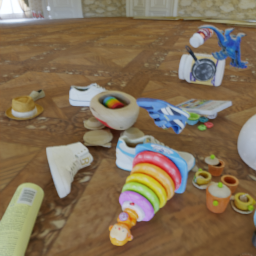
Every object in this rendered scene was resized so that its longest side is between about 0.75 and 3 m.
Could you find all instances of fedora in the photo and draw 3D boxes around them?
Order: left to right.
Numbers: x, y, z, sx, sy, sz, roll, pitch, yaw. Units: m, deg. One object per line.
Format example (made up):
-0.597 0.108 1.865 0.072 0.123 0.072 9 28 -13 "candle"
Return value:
-4.949 -1.044 13.259 1.838 0.749 1.838 0 29 0 "fedora"

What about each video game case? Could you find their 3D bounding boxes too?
3.417 -1.013 13.186 1.607 0.202 2.244 -23 21 -34 "video game case"

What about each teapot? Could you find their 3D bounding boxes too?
5.281 0.163 9.560 2.888 2.137 2.926 -9 29 -17 "teapot"

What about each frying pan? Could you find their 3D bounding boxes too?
2.978 -2.599 11.243 1.028 1.699 0.277 -11 33 17 "frying pan"

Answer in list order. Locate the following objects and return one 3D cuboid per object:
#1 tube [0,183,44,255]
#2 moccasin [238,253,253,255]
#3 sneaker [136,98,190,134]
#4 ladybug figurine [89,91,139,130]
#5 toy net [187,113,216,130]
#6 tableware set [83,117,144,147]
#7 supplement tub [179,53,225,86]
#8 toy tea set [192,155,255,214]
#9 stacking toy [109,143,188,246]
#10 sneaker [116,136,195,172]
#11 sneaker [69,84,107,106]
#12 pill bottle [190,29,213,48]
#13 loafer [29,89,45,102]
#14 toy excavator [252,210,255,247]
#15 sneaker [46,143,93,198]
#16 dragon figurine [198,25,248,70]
-2.785 2.598 6.669 0.765 0.855 2.947 35 25 -19 "tube"
1.621 3.202 5.007 2.882 1.113 1.054 -20 34 -33 "moccasin"
1.073 -0.405 8.805 1.902 0.782 0.703 21 -2 -21 "sneaker"
-0.585 -0.737 11.770 1.877 0.995 2.765 -19 35 -20 "ladybug figurine"
3.506 -0.532 12.656 1.130 0.416 2.153 24 36 38 "toy net"
-0.673 0.011 11.758 2.461 0.342 2.946 -6 28 -10 "tableware set"
4.408 -3.515 16.766 2.408 1.751 1.751 12 31 21 "supplement tub"
2.720 1.536 8.354 1.385 0.862 2.328 -5 29 -9 "toy tea set"
0.344 1.869 7.482 1.645 1.556 2.835 18 45 25 "stacking toy"
0.891 0.906 9.317 2.651 1.071 1.014 5 27 7 "sneaker"
-1.557 -1.669 14.114 2.878 1.019 1.051 -2 28 -3 "sneaker"
3.868 -4.833 14.842 1.177 0.672 0.672 -42 44 -16 "pill bottle"
-4.980 -1.724 14.841 0.476 0.430 1.259 16 32 27 "loafer"
4.310 2.280 6.988 2.085 1.071 2.145 16 23 24 "toy excavator"
-1.790 1.174 8.999 1.416 0.903 2.451 -12 29 -16 "sneaker"
3.586 -2.893 10.232 2.564 1.275 0.754 6 5 -37 "dragon figurine"
